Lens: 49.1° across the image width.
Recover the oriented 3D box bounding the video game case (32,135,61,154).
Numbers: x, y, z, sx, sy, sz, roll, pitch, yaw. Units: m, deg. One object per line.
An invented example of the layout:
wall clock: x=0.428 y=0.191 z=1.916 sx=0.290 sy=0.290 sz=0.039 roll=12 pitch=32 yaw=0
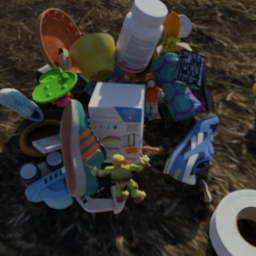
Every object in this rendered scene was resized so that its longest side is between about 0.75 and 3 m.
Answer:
video game case: x=-2.172 y=0.421 z=9.139 sx=1.599 sy=0.144 sz=1.145 roll=-17 pitch=19 yaw=-31

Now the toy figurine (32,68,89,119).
toy figurine: x=-2.113 y=-0.817 z=9.518 sx=1.519 sy=1.863 sz=2.024 roll=-30 pitch=41 yaw=-5

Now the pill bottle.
pill bottle: x=0.426 y=-3.398 z=10.408 sx=1.428 sy=2.519 sz=1.428 roll=10 pitch=53 yaw=-14

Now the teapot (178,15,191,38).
teapot: x=2.708 y=-5.320 z=14.942 sx=1.240 sy=0.906 sz=1.224 roll=8 pitch=80 yaw=-19

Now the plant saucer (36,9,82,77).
plant saucer: x=-2.532 y=-3.151 z=10.640 sx=0.416 sy=2.575 sz=2.575 roll=-10 pitch=45 yaw=27

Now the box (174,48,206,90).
box: x=2.198 y=-2.083 z=9.908 sx=0.967 sy=0.280 sz=1.217 roll=15 pitch=81 yaw=-16

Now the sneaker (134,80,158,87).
sneaker: x=0.790 y=-1.808 z=11.916 sx=1.035 sy=0.593 sz=0.395 roll=13 pitch=92 yaw=-4

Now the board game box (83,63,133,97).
board game box: x=-0.538 y=-1.691 z=11.580 sx=1.843 sy=0.569 sz=1.844 roll=40 pitch=70 yaw=-7

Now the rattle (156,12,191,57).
rattle: x=2.176 y=-3.600 z=12.814 sx=1.849 sy=2.029 sz=2.840 roll=21 pitch=46 yaw=-1

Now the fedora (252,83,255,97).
fedora: x=5.980 y=-1.135 z=11.411 sx=2.038 sy=0.831 sz=2.038 roll=4 pitch=50 yaw=-4

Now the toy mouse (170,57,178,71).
toy mouse: x=1.947 y=-2.214 z=10.173 sx=1.021 sy=0.222 sz=1.148 roll=-16 pitch=78 yaw=-31

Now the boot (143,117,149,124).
boot: x=0.355 y=-0.390 z=11.050 sx=0.785 sy=0.272 sz=0.683 roll=1 pitch=18 yaw=-39

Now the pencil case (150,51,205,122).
pencil case: x=1.778 y=-1.544 z=10.459 sx=1.203 sy=1.108 sz=2.604 roll=-26 pitch=73 yaw=20

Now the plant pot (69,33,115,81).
plant pot: x=-1.189 y=-2.490 z=10.479 sx=1.736 sy=1.736 sz=1.232 roll=-16 pitch=77 yaw=-13

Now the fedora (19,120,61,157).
fedora: x=-2.926 y=0.507 z=10.062 sx=1.835 sy=0.748 sz=1.835 roll=2 pitch=45 yaw=-2

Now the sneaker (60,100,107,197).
sneaker: x=-1.301 y=0.565 z=8.402 sx=1.148 sy=1.026 sz=2.874 roll=1 pitch=74 yaw=-35

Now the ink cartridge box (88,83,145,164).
ink cartridge box: x=-0.319 y=-0.141 z=9.474 sx=1.654 sy=2.247 sz=1.625 roll=3 pitch=36 yaw=4

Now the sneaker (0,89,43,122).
sneaker: x=-3.637 y=-0.748 z=9.742 sx=0.756 sy=1.844 sz=0.682 roll=35 pitch=92 yaw=34

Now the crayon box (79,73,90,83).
crayon box: x=-1.522 y=-2.803 z=12.847 sx=1.450 sy=0.711 sz=2.442 roll=-32 pitch=59 yaw=-24

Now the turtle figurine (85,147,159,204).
turtle figurine: x=-0.043 y=1.287 z=7.454 sx=2.032 sy=1.639 sz=0.654 roll=-13 pitch=29 yaw=9

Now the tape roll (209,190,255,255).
tape roll: x=3.554 y=2.961 z=7.946 sx=2.325 sy=0.813 sz=2.325 roll=0 pitch=49 yaw=0

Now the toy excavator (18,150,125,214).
toy excavator: x=-1.720 y=1.958 z=8.696 sx=2.525 sy=1.297 sz=2.597 roll=-28 pitch=68 yaw=-19

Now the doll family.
doll family: x=0.242 y=-1.265 z=10.480 sx=2.588 sy=1.606 sz=1.166 roll=2 pitch=6 yaw=26

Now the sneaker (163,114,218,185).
sneaker: x=2.448 y=0.748 z=9.710 sx=1.212 sy=1.090 sz=2.947 roll=32 pitch=64 yaw=23

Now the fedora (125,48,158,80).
fedora: x=0.360 y=-3.101 z=12.354 sx=1.980 sy=1.980 sz=0.807 roll=-6 pitch=25 yaw=-5

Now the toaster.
toaster: x=-3.062 y=-1.791 z=11.634 sx=1.530 sy=1.383 sz=0.908 roll=29 pitch=53 yaw=22

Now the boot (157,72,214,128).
boot: x=2.079 y=-1.393 z=11.326 sx=2.229 sy=0.886 sz=2.560 roll=-14 pitch=65 yaw=0

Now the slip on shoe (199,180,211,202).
slip on shoe: x=2.446 y=2.042 z=9.090 sx=0.231 sy=0.290 sz=0.763 roll=-6 pitch=57 yaw=-13

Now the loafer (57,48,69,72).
loafer: x=-2.408 y=-2.501 z=10.211 sx=0.414 sy=0.374 sz=1.094 roll=-28 pitch=52 yaw=19
